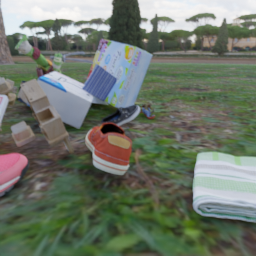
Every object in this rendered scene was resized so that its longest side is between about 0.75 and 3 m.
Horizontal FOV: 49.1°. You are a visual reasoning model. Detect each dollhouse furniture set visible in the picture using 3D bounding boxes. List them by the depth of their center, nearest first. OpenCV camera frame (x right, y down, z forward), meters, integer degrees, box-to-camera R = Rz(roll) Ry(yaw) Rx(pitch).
[{"bbox_3d":[-3.057,0.297,6.295,2.950,1.441,2.516,-28,46,-18],"label":"dollhouse furniture set"},{"bbox_3d":[-4.189,-0.836,11.036,2.759,1.347,2.353,26,-6,-19],"label":"dollhouse furniture set"}]

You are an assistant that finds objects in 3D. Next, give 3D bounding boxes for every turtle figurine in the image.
[{"bbox_3d":[-3.303,-3.189,12.243,2.697,2.782,2.002,36,32,-30],"label":"turtle figurine"}]

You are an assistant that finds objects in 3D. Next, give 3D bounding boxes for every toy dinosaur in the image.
[{"bbox_3d":[0.723,-0.516,10.026,0.454,0.864,0.784,6,51,-11],"label":"toy dinosaur"}]

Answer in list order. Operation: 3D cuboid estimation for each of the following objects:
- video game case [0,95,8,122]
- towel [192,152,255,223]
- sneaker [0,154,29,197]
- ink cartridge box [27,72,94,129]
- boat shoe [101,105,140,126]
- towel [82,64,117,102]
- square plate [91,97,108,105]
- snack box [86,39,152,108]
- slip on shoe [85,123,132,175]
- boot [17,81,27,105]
[{"bbox_3d":[-3.525,-0.144,5.480,1.944,0.170,1.390,5,56,-2],"label":"video game case"},{"bbox_3d":[2.014,0.892,4.888,1.698,0.349,2.277,5,16,13],"label":"towel"},{"bbox_3d":[-2.900,0.618,4.373,2.651,1.150,0.977,-10,19,-33],"label":"sneaker"},{"bbox_3d":[-2.090,-1.023,9.336,1.710,0.988,2.343,24,14,-10],"label":"ink cartridge box"},{"bbox_3d":[-0.240,-0.389,8.322,1.289,0.427,0.451,-29,46,-10],"label":"boat shoe"},{"bbox_3d":[-0.916,-1.452,9.195,0.153,0.927,1.280,32,2,31],"label":"towel"},{"bbox_3d":[-2.118,-1.415,12.171,2.093,0.298,2.074,8,9,-25],"label":"square plate"},{"bbox_3d":[-0.518,-2.188,11.199,0.921,2.294,2.720,12,13,-40],"label":"snack box"},{"bbox_3d":[-0.377,0.259,5.813,0.898,0.742,2.424,18,5,-12],"label":"slip on shoe"},{"bbox_3d":[-3.870,-1.251,12.073,1.788,0.867,0.668,27,12,-14],"label":"boot"}]
